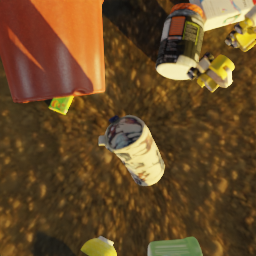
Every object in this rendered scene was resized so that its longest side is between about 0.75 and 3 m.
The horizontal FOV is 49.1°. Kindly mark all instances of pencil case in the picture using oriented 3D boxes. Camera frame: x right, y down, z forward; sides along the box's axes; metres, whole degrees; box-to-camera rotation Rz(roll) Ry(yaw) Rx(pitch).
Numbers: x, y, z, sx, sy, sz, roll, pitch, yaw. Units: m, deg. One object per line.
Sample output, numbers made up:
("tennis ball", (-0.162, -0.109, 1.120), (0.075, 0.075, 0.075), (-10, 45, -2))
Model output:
("pencil case", (0.110, 0.352, 3.769), (0.583, 1.303, 0.507), (-6, 58, 17))

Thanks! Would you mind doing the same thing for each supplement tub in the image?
("supplement tub", (1.442, -2.332, 7.631), (1.108, 1.108, 1.808), (13, 81, 2))

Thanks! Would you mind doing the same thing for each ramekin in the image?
("ramekin", (0.624, 2.238, 3.864), (0.675, 1.381, 1.381), (0, 81, 2))

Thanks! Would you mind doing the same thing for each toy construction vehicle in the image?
("toy construction vehicle", (1.810, -1.287, 4.710), (1.567, 1.799, 0.634), (-42, 87, 4))

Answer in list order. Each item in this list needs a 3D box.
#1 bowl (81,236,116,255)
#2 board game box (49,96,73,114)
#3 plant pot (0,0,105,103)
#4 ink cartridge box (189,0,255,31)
("bowl", (-0.522, 2.421, 5.609), (0.752, 0.752, 0.405), (26, 69, 4))
("board game box", (-1.808, -0.877, 7.859), (0.453, 0.212, 0.891), (22, 82, 3))
("plant pot", (-1.351, -1.589, 4.922), (2.201, 2.201, 2.140), (-7, 97, -1))
("ink cartridge box", (2.922, -3.677, 8.041), (2.012, 0.677, 1.169), (-17, 82, -3))
